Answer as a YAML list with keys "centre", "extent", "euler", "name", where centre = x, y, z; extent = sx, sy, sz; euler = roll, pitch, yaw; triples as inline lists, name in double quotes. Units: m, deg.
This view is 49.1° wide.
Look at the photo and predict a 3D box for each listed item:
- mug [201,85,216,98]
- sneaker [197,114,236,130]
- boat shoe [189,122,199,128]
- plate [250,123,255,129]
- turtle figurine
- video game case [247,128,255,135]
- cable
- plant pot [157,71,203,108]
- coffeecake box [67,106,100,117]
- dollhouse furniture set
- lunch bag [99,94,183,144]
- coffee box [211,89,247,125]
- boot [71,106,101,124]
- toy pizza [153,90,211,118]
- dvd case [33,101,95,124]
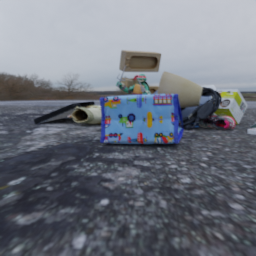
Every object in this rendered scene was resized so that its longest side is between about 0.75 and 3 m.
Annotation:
- centre: [3.691, -1.249, 14.205]
  extent: [1.957, 1.716, 1.445]
  euler: [-5, 5, -5]
  name: "mug"
- centre: [3.399, -0.289, 11.216]
  extent: [1.645, 0.663, 0.614]
  euler: [7, 10, 42]
  name: "sneaker"
- centre: [2.350, -0.264, 11.680]
  extent: [1.309, 0.449, 0.551]
  euler: [9, 4, 43]
  name: "boat shoe"
- centre: [5.507, -0.237, 10.760]
  extent: [1.592, 0.203, 1.592]
  euler: [-17, -14, -4]
  name: "plate"
- centre: [0.451, -1.535, 12.959]
  extent: [1.305, 2.592, 1.940]
  euler: [-8, 16, -43]
  name: "turtle figurine"
- centre: [5.450, 0.117, 9.969]
  extent: [2.040, 0.178, 1.459]
  euler: [-6, 9, -39]
  name: "video game case"
- centre: [2.689, -0.832, 11.776]
  extent: [2.143, 0.667, 2.627]
  euler: [-2, 38, 52]
  name: "cable"
- centre: [2.196, -1.461, 11.702]
  extent: [1.677, 1.570, 1.570]
  euler: [12, 10, 15]
  name: "plant pot"
- centre: [-2.429, -0.951, 16.358]
  extent: [1.786, 0.652, 1.371]
  euler: [3, 8, 21]
  name: "coffeecake box"
- centre: [1.269, -2.122, 14.022]
  extent: [2.823, 2.969, 2.419]
  euler: [-8, 26, -35]
  name: "dollhouse furniture set"
- centre: [0.594, -0.186, 8.885]
  extent: [2.172, 1.357, 2.885]
  euler: [-1, -2, 14]
  name: "lunch bag"
- centre: [4.561, -0.975, 12.925]
  extent: [1.160, 1.149, 1.162]
  euler: [8, -31, 50]
  name: "coffee box"
- centre: [-1.925, -0.619, 12.925]
  extent: [2.230, 0.804, 1.724]
  euler: [13, 10, 42]
  name: "boot"
- centre: [2.435, -1.125, 13.355]
  extent: [2.981, 0.472, 2.981]
  euler: [-9, 45, 9]
  name: "toy pizza"
- centre: [-3.076, -0.810, 14.053]
  extent: [2.136, 0.263, 2.994]
  euler: [-20, 3, 13]
  name: "dvd case"
